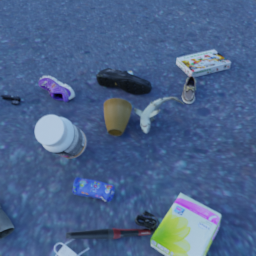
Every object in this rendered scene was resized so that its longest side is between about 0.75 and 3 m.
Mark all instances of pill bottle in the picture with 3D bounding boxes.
[{"bbox_3d":[-2.384,0.336,10.058,1.264,2.172,1.264,-2,75,9],"label":"pill bottle"}]

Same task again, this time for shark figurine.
[{"bbox_3d":[1.227,-0.694,12.170,2.230,0.931,1.332,-42,49,-10],"label":"shark figurine"}]

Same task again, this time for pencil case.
[{"bbox_3d":[-1.183,2.125,9.546,1.470,0.574,0.638,10,40,11],"label":"pencil case"}]

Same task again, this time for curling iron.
[{"bbox_3d":[-0.461,3.121,8.643,2.877,0.368,0.713,-7,53,-9],"label":"curling iron"}]

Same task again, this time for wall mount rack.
[{"bbox_3d":[-1.647,3.636,8.169,0.968,0.361,0.841,27,53,25],"label":"wall mount rack"}]

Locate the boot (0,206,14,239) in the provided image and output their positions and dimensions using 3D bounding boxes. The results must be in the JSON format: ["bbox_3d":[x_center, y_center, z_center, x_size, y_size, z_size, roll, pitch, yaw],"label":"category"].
[{"bbox_3d":[-4.432,2.961,8.815,1.294,0.516,1.423,-25,56,-21],"label":"boot"}]

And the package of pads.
[{"bbox_3d":[1.796,3.121,8.453,1.511,0.667,1.955,25,50,26],"label":"package of pads"}]

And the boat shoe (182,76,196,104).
[{"bbox_3d":[3.023,-1.888,13.767,0.631,0.522,1.756,10,45,10],"label":"boat shoe"}]

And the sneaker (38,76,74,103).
[{"bbox_3d":[-3.604,-1.851,13.557,2.073,0.836,0.865,24,54,22],"label":"sneaker"}]

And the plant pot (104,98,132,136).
[{"bbox_3d":[-0.501,-0.367,11.841,1.236,1.236,1.326,4,61,4],"label":"plant pot"}]

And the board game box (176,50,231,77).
[{"bbox_3d":[4.179,-3.598,15.603,2.523,0.437,1.593,-16,45,-16],"label":"board game box"}]

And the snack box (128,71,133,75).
[{"bbox_3d":[-0.116,-2.714,14.825,0.755,0.255,0.636,-7,44,-9],"label":"snack box"}]

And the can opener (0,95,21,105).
[{"bbox_3d":[-5.625,-1.414,13.397,1.128,0.358,0.444,17,47,16],"label":"can opener"}]

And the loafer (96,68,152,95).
[{"bbox_3d":[-0.161,-2.419,13.955,2.989,1.015,1.049,16,54,21],"label":"loafer"}]
